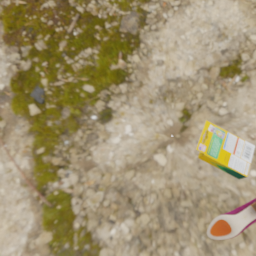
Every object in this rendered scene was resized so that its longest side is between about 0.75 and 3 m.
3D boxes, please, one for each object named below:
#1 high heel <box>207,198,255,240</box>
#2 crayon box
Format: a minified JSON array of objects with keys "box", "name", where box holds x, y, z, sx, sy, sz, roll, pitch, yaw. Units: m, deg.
[{"box":[3.098,2.506,7.686,1.947,0.936,0.656,-37,62,25],"name":"high heel"},{"box":[2.874,0.666,8.513,1.752,0.452,1.102,28,65,-4],"name":"crayon box"}]
